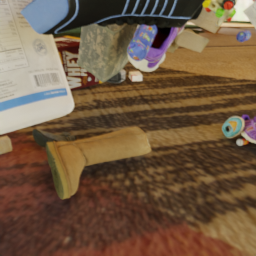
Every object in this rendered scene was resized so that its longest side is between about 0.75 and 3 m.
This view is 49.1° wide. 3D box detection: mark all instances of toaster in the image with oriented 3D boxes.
[{"bbox_3d":[-0.561,-2.402,12.798,1.050,0.597,0.678,9,25,20],"label":"toaster"}]

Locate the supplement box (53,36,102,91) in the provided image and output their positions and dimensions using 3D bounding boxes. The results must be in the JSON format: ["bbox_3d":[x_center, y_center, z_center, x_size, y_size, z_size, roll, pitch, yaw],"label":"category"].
[{"bbox_3d":[-2.974,-2.837,12.273,2.679,1.803,2.716,23,34,39],"label":"supplement box"}]

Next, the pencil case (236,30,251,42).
[{"bbox_3d":[3.775,-2.991,9.145,0.317,0.353,0.813,3,21,34],"label":"pencil case"}]

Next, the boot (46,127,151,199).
[{"bbox_3d":[-0.561,0.611,6.373,2.353,0.778,2.061,-9,27,-20],"label":"boot"}]

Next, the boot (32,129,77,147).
[{"bbox_3d":[-1.995,0.270,7.611,1.124,0.381,0.734,24,29,28],"label":"boot"}]

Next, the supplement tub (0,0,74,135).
[{"bbox_3d":[-1.917,-1.176,4.416,1.569,2.379,1.569,-17,4,1],"label":"supplement tub"}]

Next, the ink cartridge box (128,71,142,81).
[{"bbox_3d":[0.328,-2.471,13.281,0.501,0.291,0.861,-5,26,-11],"label":"ink cartridge box"}]

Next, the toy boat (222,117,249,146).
[{"bbox_3d":[2.938,0.109,7.651,0.396,0.716,0.852,-5,55,-33],"label":"toy boat"}]

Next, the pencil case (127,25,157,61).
[{"bbox_3d":[0.211,-1.327,4.193,0.295,0.328,0.756,-25,33,40],"label":"pencil case"}]

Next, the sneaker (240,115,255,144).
[{"bbox_3d":[3.417,0.057,7.529,0.596,0.617,1.479,12,21,-22],"label":"sneaker"}]

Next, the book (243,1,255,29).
[{"bbox_3d":[3.514,-2.492,5.536,1.936,1.294,0.465,-36,3,41],"label":"book"}]

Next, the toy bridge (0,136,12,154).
[{"bbox_3d":[-4.219,0.085,7.877,0.960,0.389,2.855,-20,32,-34],"label":"toy bridge"}]

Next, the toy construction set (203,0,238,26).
[{"bbox_3d":[1.250,-2.073,4.606,1.375,0.633,0.902,15,-20,-19],"label":"toy construction set"}]

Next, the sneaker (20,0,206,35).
[{"bbox_3d":[0.156,-1.447,3.049,2.503,0.975,0.878,-25,31,1],"label":"sneaker"}]

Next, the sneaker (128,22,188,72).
[{"bbox_3d":[1.042,-2.763,7.123,1.168,2.896,1.208,25,-14,-9],"label":"sneaker"}]

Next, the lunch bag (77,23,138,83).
[{"bbox_3d":[-0.377,-2.989,9.063,1.402,1.956,2.385,37,52,14],"label":"lunch bag"}]

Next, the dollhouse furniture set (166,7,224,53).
[{"bbox_3d":[1.554,-3.877,9.670,1.993,2.327,2.446,-4,46,-47],"label":"dollhouse furniture set"}]
